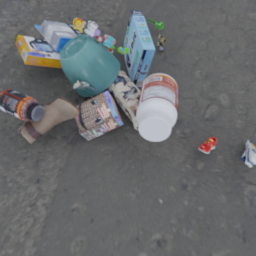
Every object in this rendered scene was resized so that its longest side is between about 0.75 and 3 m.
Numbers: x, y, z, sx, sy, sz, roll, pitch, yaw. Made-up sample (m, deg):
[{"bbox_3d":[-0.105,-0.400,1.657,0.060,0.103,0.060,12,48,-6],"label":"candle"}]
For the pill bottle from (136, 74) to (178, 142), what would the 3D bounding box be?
[{"bbox_3d":[1.014,-0.716,9.717,1.374,1.374,2.449,8,42,5],"label":"pill bottle"}]

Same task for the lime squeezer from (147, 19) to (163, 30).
[{"bbox_3d":[1.459,-5.182,13.921,0.374,0.700,1.983,-47,24,15],"label":"lime squeezer"}]

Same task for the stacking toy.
[{"bbox_3d":[-1.033,-3.555,10.898,0.483,2.058,1.551,-62,35,9],"label":"stacking toy"}]

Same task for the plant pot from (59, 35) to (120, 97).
[{"bbox_3d":[-1.723,-2.696,11.568,2.239,1.797,2.239,-19,48,22],"label":"plant pot"}]

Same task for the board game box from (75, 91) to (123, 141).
[{"bbox_3d":[-1.197,-0.457,10.978,1.600,0.775,1.275,-26,60,6],"label":"board game box"}]

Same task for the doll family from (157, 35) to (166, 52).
[{"bbox_3d":[1.633,-4.096,13.629,0.338,0.498,0.861,15,99,18],"label":"doll family"}]

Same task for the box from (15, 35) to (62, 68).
[{"bbox_3d":[-3.536,-3.343,12.565,2.536,0.526,1.510,-5,50,-39],"label":"box"}]

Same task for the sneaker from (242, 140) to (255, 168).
[{"bbox_3d":[4.410,0.928,10.211,0.604,1.604,0.707,44,109,4],"label":"sneaker"}]

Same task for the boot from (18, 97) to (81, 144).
[{"bbox_3d":[-3.016,-0.210,10.400,1.938,0.931,2.651,-47,27,-19],"label":"boot"}]

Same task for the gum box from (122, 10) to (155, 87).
[{"bbox_3d":[0.390,-3.456,12.330,0.566,2.158,2.540,-3,56,-15],"label":"gum box"}]

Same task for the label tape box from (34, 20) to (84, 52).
[{"bbox_3d":[-3.099,-4.446,13.165,1.676,0.773,2.340,-10,51,-43],"label":"label tape box"}]

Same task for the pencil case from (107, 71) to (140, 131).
[{"bbox_3d":[0.050,-1.142,11.494,1.222,1.063,2.732,-14,56,-35],"label":"pencil case"}]

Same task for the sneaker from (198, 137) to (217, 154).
[{"bbox_3d":[2.975,0.605,10.442,0.435,0.480,1.130,30,31,26],"label":"sneaker"}]

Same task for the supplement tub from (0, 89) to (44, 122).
[{"bbox_3d":[-3.878,-0.775,10.183,1.661,0.888,0.888,22,60,24],"label":"supplement tub"}]

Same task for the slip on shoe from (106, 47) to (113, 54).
[{"bbox_3d":[-1.544,-3.945,13.632,1.753,0.536,0.649,26,59,13],"label":"slip on shoe"}]

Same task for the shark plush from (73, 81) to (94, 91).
[{"bbox_3d":[-1.738,-1.607,10.962,0.388,0.853,0.355,19,98,46],"label":"shark plush"}]

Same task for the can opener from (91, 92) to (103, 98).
[{"bbox_3d":[-1.251,-1.328,11.875,0.577,0.728,2.191,-38,68,1],"label":"can opener"}]
